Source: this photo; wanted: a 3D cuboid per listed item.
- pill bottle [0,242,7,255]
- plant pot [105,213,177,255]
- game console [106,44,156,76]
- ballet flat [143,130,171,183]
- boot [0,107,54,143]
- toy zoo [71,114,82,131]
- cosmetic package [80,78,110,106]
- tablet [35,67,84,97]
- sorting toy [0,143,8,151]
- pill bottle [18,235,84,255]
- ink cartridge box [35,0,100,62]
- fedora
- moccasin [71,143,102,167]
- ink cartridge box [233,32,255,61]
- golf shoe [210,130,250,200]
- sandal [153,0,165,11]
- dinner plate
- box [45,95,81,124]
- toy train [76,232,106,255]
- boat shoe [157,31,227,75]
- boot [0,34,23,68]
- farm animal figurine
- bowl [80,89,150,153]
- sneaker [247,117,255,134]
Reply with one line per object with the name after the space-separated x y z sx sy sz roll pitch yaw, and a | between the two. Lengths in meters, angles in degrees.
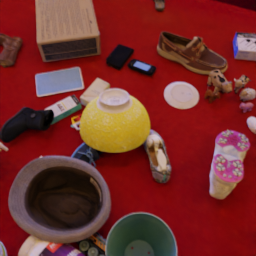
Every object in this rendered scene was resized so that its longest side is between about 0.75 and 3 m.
-3.872 2.920 6.298 1.406 2.532 1.406 0 57 0 | pill bottle
0.305 3.121 7.005 1.676 1.129 1.676 0 57 0 | plant pot
0.189 -2.657 11.263 2.027 0.244 1.195 25 61 14 | game console
0.921 0.726 8.799 0.708 0.708 1.968 -10 56 -6 | ballet flat
-3.288 -0.084 9.194 1.304 0.593 1.553 8 49 29 | boot
-1.618 -0.222 9.785 0.836 0.086 0.548 -24 60 -15 | toy zoo
-1.202 -1.246 10.261 0.571 0.403 1.102 27 60 16 | cosmetic package
-2.649 -1.766 10.761 1.755 0.120 1.142 -12 58 -7 | tablet
-4.973 0.580 7.459 2.369 2.132 1.265 -42 59 -14 | sorting toy
-1.661 3.413 6.814 2.001 1.125 1.125 29 62 17 | pill bottle
-2.554 -4.281 11.788 2.419 1.103 2.937 -9 58 -7 | ink cartridge box
-1.780 2.015 7.642 2.576 1.163 2.278 10 55 -5 | fedora
-1.146 0.746 8.757 0.604 0.713 1.772 22 60 31 | moccasin
5.609 -3.289 11.499 2.368 0.524 1.113 6 58 4 | ink cartridge box
2.964 1.038 8.510 1.013 1.231 2.690 21 37 19 | golf shoe
1.476 -6.166 13.433 0.586 0.391 1.433 1 57 1 | sandal
1.988 -1.254 10.424 1.297 0.157 1.297 1 58 -1 | dinner plate
-2.327 -0.655 9.931 1.247 0.307 0.513 -30 62 -18 | box
-0.814 3.182 7.394 1.123 0.479 0.640 31 53 18 | toy train
2.527 -3.038 11.016 2.941 1.058 1.061 28 61 17 | boat shoe
-5.180 -3.147 11.485 1.400 0.483 1.503 5 62 5 | boot
3.749 -1.444 10.097 1.751 0.881 1.414 13 58 8 | farm animal figurine
-0.420 -0.465 8.874 2.349 1.264 2.349 1 40 -1 | bowl
4.552 0.056 9.297 0.513 0.603 1.362 -24 58 -13 | sneaker
